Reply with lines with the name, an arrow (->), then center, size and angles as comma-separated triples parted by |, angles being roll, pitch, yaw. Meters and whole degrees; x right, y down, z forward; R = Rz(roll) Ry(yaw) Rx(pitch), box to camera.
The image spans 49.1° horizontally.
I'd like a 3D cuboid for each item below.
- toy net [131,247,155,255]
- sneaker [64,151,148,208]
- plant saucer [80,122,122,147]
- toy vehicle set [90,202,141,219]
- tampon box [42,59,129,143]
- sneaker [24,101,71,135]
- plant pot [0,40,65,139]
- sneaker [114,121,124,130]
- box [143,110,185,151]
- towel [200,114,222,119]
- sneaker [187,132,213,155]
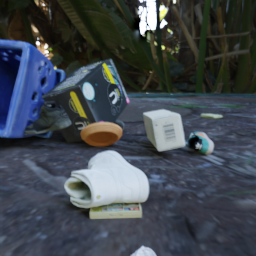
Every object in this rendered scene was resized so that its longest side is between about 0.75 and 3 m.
toy net -> 0.162, 1.494, 2.902 | 0.520, 0.191, 0.991 | 2, 10, 14
sneaker -> -0.609, 0.837, 4.925 | 1.124, 0.716, 1.945 | 0, 4, -27
plant saucer -> -0.798, 0.247, 8.462 | 1.264, 0.237, 1.264 | -5, -30, -3
toy vehicle set -> -0.199, 1.275, 4.460 | 0.790, 0.105, 0.491 | -1, 10, -4
tampon box -> -1.298, -0.957, 9.472 | 1.527, 1.812, 2.418 | -10, 28, 28
sneaker -> -2.456, -0.296, 8.219 | 1.523, 0.873, 0.582 | -14, 11, 24
plant pot -> -3.940, -1.158, 9.641 | 2.917, 2.917, 2.622 | 11, -2, 22
sneaker -> -0.953, -0.102, 11.247 | 1.461, 0.558, 0.837 | 8, 5, 13
box -> 0.972, 0.001, 8.170 | 0.755, 0.907, 2.207 | -12, 9, -1
towel -> 4.649, -0.656, 15.657 | 0.766, 0.188, 1.033 | -6, 11, -38
sneaker -> 1.983, 0.364, 8.222 | 0.572, 0.511, 1.431 | 18, 9, -8
